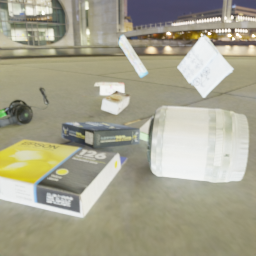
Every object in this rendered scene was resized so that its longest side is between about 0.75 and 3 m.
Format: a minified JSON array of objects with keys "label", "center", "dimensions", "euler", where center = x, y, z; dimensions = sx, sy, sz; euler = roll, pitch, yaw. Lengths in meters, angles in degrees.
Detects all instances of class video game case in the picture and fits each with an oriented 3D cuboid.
[{"label":"video game case","center":[0.170,-2.721,10.847],"dimensions":[0.148,1.657,1.186],"euler":[-34,7,-3]}]

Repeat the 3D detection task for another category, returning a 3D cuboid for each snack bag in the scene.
[{"label":"snack bag","center":[3.165,-2.509,11.805],"dimensions":[0.212,1.869,1.982],"euler":[-13,64,-41]}]

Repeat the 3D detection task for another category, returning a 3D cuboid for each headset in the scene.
[{"label":"headset","center":[-4.187,-0.764,10.767],"dimensions":[2.293,1.077,1.416],"euler":[-22,27,-24]}]

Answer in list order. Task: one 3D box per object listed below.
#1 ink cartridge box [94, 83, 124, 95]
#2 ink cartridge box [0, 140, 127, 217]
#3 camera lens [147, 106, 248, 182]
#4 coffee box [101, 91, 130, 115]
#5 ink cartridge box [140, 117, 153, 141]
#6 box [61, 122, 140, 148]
[{"label":"ink cartridge box","center":[-1.064,-2.214,15.871],"dimensions":[1.648,0.556,0.960],"euler":[2,19,0]},{"label":"ink cartridge box","center":[-1.707,0.866,6.688],"dimensions":[2.749,0.654,2.782],"euler":[6,21,16]},{"label":"camera lens","center":[1.525,0.364,6.481],"dimensions":[2.067,1.654,1.654],"euler":[4,19,11]},{"label":"coffee box","center":[-0.494,-1.062,11.518],"dimensions":[0.698,0.487,1.221],"euler":[20,30,14]},{"label":"ink cartridge box","center":[1.019,-0.029,8.852],"dimensions":[0.940,0.310,1.291],"euler":[18,45,36]},{"label":"box","center":[-0.841,0.155,8.207],"dimensions":[1.543,0.499,1.956],"euler":[-2,9,-37]}]
